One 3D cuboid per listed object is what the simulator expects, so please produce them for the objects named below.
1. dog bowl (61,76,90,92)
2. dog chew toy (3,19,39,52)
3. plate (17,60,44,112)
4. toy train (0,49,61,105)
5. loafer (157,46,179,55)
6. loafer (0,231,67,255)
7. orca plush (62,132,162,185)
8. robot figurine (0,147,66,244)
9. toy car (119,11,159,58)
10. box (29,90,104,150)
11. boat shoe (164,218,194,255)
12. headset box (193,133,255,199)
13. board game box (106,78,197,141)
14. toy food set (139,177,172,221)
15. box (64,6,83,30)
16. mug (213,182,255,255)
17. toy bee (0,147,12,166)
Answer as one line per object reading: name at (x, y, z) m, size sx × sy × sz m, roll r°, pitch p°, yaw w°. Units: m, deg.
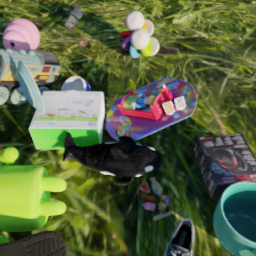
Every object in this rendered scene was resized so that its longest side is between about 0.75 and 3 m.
dog bowl at (-1.759, -1.204, 9.366) m, size 0.981 × 0.386 × 0.981 m, roll -9°, pitch 69°, yaw 26°
dog chew toy at (-4.412, -3.610, 11.375) m, size 1.362 × 1.362 × 2.188 m, roll -3°, pitch 30°, yaw -3°
plate at (-2.663, -1.063, 7.461) m, size 0.188 × 1.472 × 1.472 m, roll -27°, pitch 50°, yaw -25°
toy train at (-3.444, -1.652, 8.709) m, size 1.254 × 1.677 × 2.942 m, roll 38°, pitch 25°, yaw 23°
loafer at (1.709, -3.337, 12.073) m, size 0.983 × 0.359 × 0.349 m, roll 15°, pitch 34°, yaw 9°
loafer at (-2.483, 2.559, 4.637) m, size 2.973 × 1.061 × 1.085 m, roll 5°, pitch 58°, yaw -43°
orca plush at (-0.408, 0.552, 7.192) m, size 2.638 × 0.938 × 1.388 m, roll 20°, pitch 61°, yaw 8°
robot figurine at (-2.622, 1.532, 6.106) m, size 2.416 × 1.398 × 2.120 m, roll -1°, pitch 75°, yaw -3°
toy car at (0.328, -3.735, 11.578) m, size 1.396 × 1.629 × 1.861 m, roll -19°, pitch 82°, yaw 25°
box at (-1.728, -0.269, 8.363) m, size 1.906 × 0.922 × 1.682 m, roll 0°, pitch 43°, yaw 0°
boat shoe at (1.005, 2.582, 5.627) m, size 0.584 × 0.552 × 1.628 m, roll 18°, pitch 46°, yaw 18°
headset box at (2.581, 1.015, 7.200) m, size 1.315 × 0.663 × 1.769 m, roll -5°, pitch 44°, yaw -5°
board game box at (0.538, -0.818, 8.458) m, size 2.919 × 0.568 × 2.306 m, roll -24°, pitch 39°, yaw 5°
toy food set at (0.610, 1.690, 6.851) m, size 0.694 × 0.172 × 1.092 m, roll -17°, pitch 46°, yaw -17°
box at (-2.645, -5.340, 13.632) m, size 0.467 × 0.896 × 0.663 m, roll 30°, pitch 48°, yaw -20°
mug at (2.428, 2.088, 5.794) m, size 1.398 × 1.052 × 1.702 m, roll 30°, pitch 52°, yaw 27°
toy bee at (-3.522, 0.791, 7.448) m, size 0.625 × 0.519 × 0.955 m, roll 25°, pitch 26°, yaw -41°
